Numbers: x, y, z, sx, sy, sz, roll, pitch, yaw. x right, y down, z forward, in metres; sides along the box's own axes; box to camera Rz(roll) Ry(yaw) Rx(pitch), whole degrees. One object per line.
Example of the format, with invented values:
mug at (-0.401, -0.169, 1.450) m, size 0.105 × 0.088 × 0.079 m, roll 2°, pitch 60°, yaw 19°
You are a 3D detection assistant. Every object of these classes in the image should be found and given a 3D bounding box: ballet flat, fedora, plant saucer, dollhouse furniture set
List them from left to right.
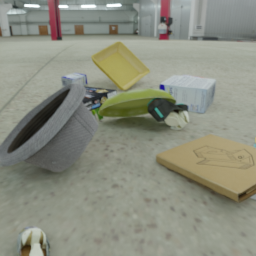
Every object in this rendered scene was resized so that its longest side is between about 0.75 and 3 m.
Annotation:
ballet flat at (-1.502, 1.981, 4.507) m, size 0.564 × 0.564 × 1.567 m, roll -6°, pitch 23°, yaw -16°
fedora at (-1.855, 0.195, 7.110) m, size 2.971 × 1.341 × 2.627 m, roll -26°, pitch 30°, yaw 35°
dollhouse furniture set at (-1.541, -0.362, 10.643) m, size 1.149 × 0.444 × 0.574 m, roll -19°, pitch 5°, yaw 15°
plant saucer at (-0.465, -3.433, 15.914) m, size 2.652 × 0.642 × 2.651 m, roll 45°, pitch 52°, yaw 4°
plant saucer at (0.293, -0.877, 9.968) m, size 2.774 × 0.431 × 2.774 m, roll -8°, pitch -9°, yaw -1°
ballet flat at (1.549, -0.388, 9.794) m, size 2.672 × 0.909 × 0.914 m, roll 3°, pitch 49°, yaw -55°

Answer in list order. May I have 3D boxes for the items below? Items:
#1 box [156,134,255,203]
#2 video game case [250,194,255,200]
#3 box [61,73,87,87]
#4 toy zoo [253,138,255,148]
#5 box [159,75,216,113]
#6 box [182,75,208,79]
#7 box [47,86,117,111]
box at (2.389, 0.849, 7.143) m, size 2.210 × 0.288 × 2.704 m, roll -17°, pitch 20°, yaw -28°
video game case at (4.427, 1.328, 6.465) m, size 2.472 × 0.318 × 2.719 m, roll 17°, pitch 28°, yaw 36°
box at (-3.080, -2.706, 16.033) m, size 1.009 × 0.576 × 1.098 m, roll 17°, pitch 32°, yaw 36°
toy zoo at (4.294, 0.469, 7.938) m, size 1.451 × 0.148 × 0.952 m, roll -2°, pitch 18°, yaw 2°
box at (2.668, -1.563, 12.572) m, size 2.079 × 1.091 × 1.912 m, roll 12°, pitch 25°, yaw 25°
box at (3.420, -2.293, 14.830) m, size 1.616 × 0.771 × 0.806 m, roll 18°, pitch 28°, yaw 37°
box at (-2.003, -1.285, 12.415) m, size 2.229 × 0.554 × 2.213 m, roll 14°, pitch 27°, yaw 41°
